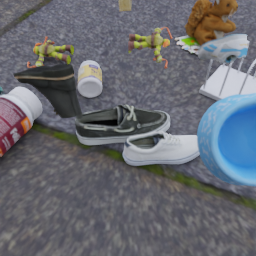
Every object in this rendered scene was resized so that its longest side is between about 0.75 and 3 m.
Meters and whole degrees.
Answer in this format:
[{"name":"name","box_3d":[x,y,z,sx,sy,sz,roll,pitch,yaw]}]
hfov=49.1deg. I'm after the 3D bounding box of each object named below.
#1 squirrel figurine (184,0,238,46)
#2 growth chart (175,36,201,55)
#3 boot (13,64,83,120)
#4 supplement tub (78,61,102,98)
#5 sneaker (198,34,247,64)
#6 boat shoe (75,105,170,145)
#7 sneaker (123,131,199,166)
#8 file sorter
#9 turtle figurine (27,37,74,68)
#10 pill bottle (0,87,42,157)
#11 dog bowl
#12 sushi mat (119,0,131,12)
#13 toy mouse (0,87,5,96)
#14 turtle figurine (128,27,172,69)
[{"name":"squirrel figurine","box_3d":[3.303,-4.418,11.182,2.080,1.942,1.472,37,50,26]},{"name":"growth chart","box_3d":[2.887,-3.424,11.647,1.306,0.160,1.804,-22,50,-19]},{"name":"boot","box_3d":[-1.495,-0.627,5.169,1.391,0.962,0.539,9,32,37]},{"name":"supplement tub","box_3d":[-1.312,-1.704,9.665,0.832,0.832,1.144,-4,49,-4]},{"name":"sneaker","box_3d":[1.650,-1.352,5.034,0.396,0.418,1.034,-7,3,-28]},{"name":"boat shoe","box_3d":[-0.105,-0.159,8.250,2.867,0.913,1.014,-10,49,-9]},{"name":"sneaker","box_3d":[1.024,0.510,7.716,2.344,0.830,0.856,-10,49,-8]},{"name":"file sorter","box_3d":[4.019,-1.699,9.178,2.547,1.586,1.768,29,54,24]},{"name":"turtle figurine","box_3d":[-3.015,-3.055,10.983,1.635,0.653,2.028,7,49,6]},{"name":"pill bottle","box_3d":[-3.577,-0.124,7.998,1.261,1.261,2.208,22,52,18]},{"name":"dog bowl","box_3d":[2.342,0.017,4.050,2.614,0.648,1.457,-18,89,8]},{"name":"sushi mat","box_3d":[-0.130,-4.638,9.958,0.438,0.915,0.055,2,34,10]},{"name":"toy mouse","box_3d":[-4.669,-0.818,9.193,1.729,0.376,1.946,14,50,12]},{"name":"turtle figurine","box_3d":[0.581,-2.136,7.174,1.134,0.453,1.406,1,65,6]}]
